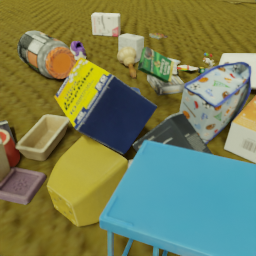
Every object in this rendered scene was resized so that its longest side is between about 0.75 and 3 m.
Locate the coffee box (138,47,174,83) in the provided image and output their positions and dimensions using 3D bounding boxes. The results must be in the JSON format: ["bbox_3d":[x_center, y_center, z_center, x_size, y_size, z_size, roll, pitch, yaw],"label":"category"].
[{"bbox_3d":[0.829,-1.803,8.092,1.099,0.676,0.242,21,-14,-31],"label":"coffee box"}]

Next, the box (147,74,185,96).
[{"bbox_3d":[1.399,-1.725,10.520,1.043,0.318,1.316,-9,38,-13],"label":"box"}]

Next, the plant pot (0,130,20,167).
[{"bbox_3d":[-3.167,0.518,6.856,0.872,0.772,0.872,5,44,-5],"label":"plant pot"}]

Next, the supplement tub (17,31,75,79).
[{"bbox_3d":[-3.254,-2.902,11.207,1.483,1.483,2.420,-27,44,-33],"label":"supplement tub"}]

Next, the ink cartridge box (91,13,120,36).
[{"bbox_3d":[-1.213,-5.732,15.546,1.503,1.101,0.622,7,36,11],"label":"ink cartridge box"}]

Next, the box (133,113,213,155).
[{"bbox_3d":[1.016,0.599,5.817,1.495,1.106,0.780,58,32,10],"label":"box"}]

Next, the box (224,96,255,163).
[{"bbox_3d":[3.572,0.022,7.536,1.145,0.897,1.841,26,42,29],"label":"box"}]

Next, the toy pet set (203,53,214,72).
[{"bbox_3d":[3.074,-2.469,11.107,0.488,0.858,0.919,-20,15,6],"label":"toy pet set"}]

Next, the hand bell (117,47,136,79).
[{"bbox_3d":[0.110,-2.579,11.587,0.838,0.838,1.610,-7,47,-10],"label":"hand bell"}]

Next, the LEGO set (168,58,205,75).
[{"bbox_3d":[1.874,-2.616,11.337,1.787,0.587,2.392,-18,33,-36],"label":"LEGO set"}]

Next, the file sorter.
[{"bbox_3d":[1.282,1.681,4.416,2.838,1.741,1.969,12,34,17],"label":"file sorter"}]

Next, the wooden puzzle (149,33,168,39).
[{"bbox_3d":[1.648,-5.099,15.541,1.072,0.075,0.636,27,43,33],"label":"wooden puzzle"}]

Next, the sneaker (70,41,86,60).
[{"bbox_3d":[-2.304,-3.763,13.096,0.691,0.715,1.713,-12,36,-17],"label":"sneaker"}]

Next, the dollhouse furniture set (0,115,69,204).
[{"bbox_3d":[-2.869,-0.075,6.748,2.219,1.988,2.801,9,36,12],"label":"dollhouse furniture set"}]

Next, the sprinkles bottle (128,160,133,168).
[{"bbox_3d":[0.594,0.985,6.585,1.196,0.408,0.408,2,35,0],"label":"sprinkles bottle"}]

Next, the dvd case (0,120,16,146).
[{"bbox_3d":[-3.641,0.359,7.585,0.976,0.105,1.313,-19,51,-24],"label":"dvd case"}]

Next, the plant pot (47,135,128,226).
[{"bbox_3d":[-0.856,1.184,5.703,1.263,1.271,1.300,26,49,32],"label":"plant pot"}]

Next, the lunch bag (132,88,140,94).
[{"bbox_3d":[-0.169,-0.773,8.684,1.359,0.899,0.923,-4,36,-4],"label":"lunch bag"}]

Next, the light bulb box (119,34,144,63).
[{"bbox_3d":[0.133,-3.613,12.622,0.996,1.005,0.627,23,40,29],"label":"light bulb box"}]

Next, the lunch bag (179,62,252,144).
[{"bbox_3d":[2.446,-0.722,7.605,1.991,1.693,1.233,-34,60,-26],"label":"lunch bag"}]

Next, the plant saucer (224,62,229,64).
[{"bbox_3d":[3.213,-1.916,9.803,0.137,0.932,0.932,34,44,12],"label":"plant saucer"}]

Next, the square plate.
[{"bbox_3d":[4.348,-2.103,10.454,1.984,0.285,2.003,10,51,27],"label":"square plate"}]

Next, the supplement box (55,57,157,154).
[{"bbox_3d":[-0.643,-0.615,6.477,1.278,1.270,2.334,31,6,-32],"label":"supplement box"}]
